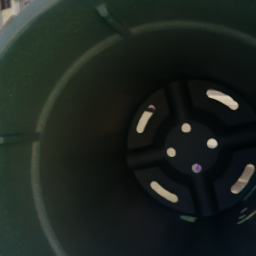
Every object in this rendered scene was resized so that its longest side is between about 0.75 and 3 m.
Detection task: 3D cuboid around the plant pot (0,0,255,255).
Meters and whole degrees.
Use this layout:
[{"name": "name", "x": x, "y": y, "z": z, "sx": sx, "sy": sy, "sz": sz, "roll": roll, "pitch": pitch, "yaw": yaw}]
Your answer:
[{"name": "plant pot", "x": 0.503, "y": 0.379, "z": 2.904, "sx": 2.892, "sy": 2.892, "sz": 2.833, "roll": 4, "pitch": 6, "yaw": 18}]

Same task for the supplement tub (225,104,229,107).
[{"name": "supplement tub", "x": 4.189, "y": -0.871, "z": 13.021, "sx": 0.528, "sy": 0.528, "sz": 0.861, "roll": -10, "pitch": 17, "yaw": -39}]

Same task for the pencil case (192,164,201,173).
[{"name": "pencil case", "x": 1.542, "y": 0.776, "z": 5.785, "sx": 1.247, "sy": 0.523, "sz": 0.533, "roll": 10, "pitch": 0, "yaw": 30}]

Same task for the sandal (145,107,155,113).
[{"name": "sandal", "x": 1.551, "y": -0.931, "z": 13.380, "sx": 0.807, "sy": 0.484, "sz": 2.148, "roll": -10, "pitch": 16, "yaw": -38}]

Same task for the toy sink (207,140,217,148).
[{"name": "toy sink", "x": 1.949, "y": 0.432, "z": 6.520, "sx": 1.105, "sy": 0.619, "sz": 0.720, "roll": 6, "pitch": 36, "yaw": 39}]
